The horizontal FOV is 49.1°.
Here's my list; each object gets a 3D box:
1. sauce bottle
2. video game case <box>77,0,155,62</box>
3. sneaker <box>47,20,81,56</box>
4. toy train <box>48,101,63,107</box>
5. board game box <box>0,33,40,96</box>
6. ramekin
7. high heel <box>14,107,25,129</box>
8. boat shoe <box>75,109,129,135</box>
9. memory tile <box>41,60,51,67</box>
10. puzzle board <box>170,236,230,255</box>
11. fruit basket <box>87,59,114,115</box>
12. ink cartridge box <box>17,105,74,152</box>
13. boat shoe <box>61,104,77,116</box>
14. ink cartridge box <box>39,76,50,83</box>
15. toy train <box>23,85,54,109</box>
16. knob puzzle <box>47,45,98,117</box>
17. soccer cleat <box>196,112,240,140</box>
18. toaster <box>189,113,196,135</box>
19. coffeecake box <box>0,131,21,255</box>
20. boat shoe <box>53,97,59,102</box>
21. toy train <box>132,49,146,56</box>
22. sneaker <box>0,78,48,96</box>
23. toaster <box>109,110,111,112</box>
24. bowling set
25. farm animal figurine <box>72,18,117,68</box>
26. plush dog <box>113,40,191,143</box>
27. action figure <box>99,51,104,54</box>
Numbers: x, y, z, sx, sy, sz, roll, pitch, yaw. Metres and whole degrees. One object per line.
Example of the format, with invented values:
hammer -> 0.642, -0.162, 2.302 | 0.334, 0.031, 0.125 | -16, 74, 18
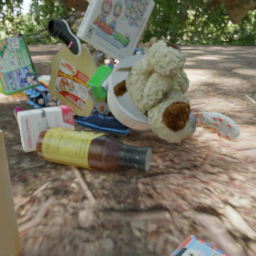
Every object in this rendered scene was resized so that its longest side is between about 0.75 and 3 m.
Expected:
sauce bottle -> -0.794, 0.533, 6.464 | 2.651, 0.875, 0.875 | 8, 22, 15
video game case -> -0.219, -2.859, 7.267 | 0.253, 1.945, 2.136 | 29, 8, 30
sneaker -> -1.869, -2.579, 8.034 | 0.457, 1.292, 0.641 | -39, -13, 35
toy train -> -2.185, -1.131, 10.528 | 1.504, 0.418, 1.130 | -10, -10, 20
board game box -> -3.508, -1.935, 8.620 | 1.115, 1.657, 0.241 | -16, 4, 5
ramekin -> 0.356, -0.891, 7.720 | 2.060, 2.060, 0.959 | -9, -16, -23
high heel -> -3.077, -0.264, 8.901 | 0.842, 0.591, 1.752 | -19, 41, -20
boat shoe -> -0.721, -0.180, 8.143 | 1.560, 0.536, 0.657 | 11, -13, -2
memory tile -> -1.677, -2.184, 10.464 | 2.660, 0.223, 2.038 | 14, 13, 6
puzzle board -> 0.839, 2.123, 3.074 | 1.659, 0.192, 2.202 | 18, 27, 40
fruit basket -> -0.592, -1.130, 8.436 | 0.656, 1.399, 1.295 | 21, 67, 35
ink cartridge box -> -2.195, -0.006, 7.568 | 1.371, 0.992, 0.578 | -11, 18, -27
boat shoe -> -2.089, -0.657, 10.211 | 0.397, 0.345, 1.077 | -19, 21, -40
ink cartridge box -> -4.345, -2.437, 14.892 | 0.871, 0.507, 1.196 | 2, 19, 6
toy train -> -3.623, -1.303, 11.421 | 0.899, 0.682, 1.573 | -27, 31, -29
knob puzzle -> -1.671, -1.665, 9.237 | 2.486, 2.486, 0.345 | 13, 25, 31
soccer cleat -> 2.835, -0.159, 8.610 | 0.739, 0.660, 1.905 | -5, 18, -20
toaster -> 1.386, -0.135, 8.431 | 0.793, 0.698, 1.228 | -21, 28, -39
coffeecake box -> -2.870, 0.965, 3.675 | 2.499, 1.919, 0.913 | 4, 21, 11
boat shoe -> -2.369, -1.554, 12.404 | 2.185, 0.775, 0.763 | -12, 50, -38
toy train -> 0.338, -2.279, 10.688 | 0.738, 0.973, 1.703 | -51, 3, -22
sneaker -> -4.721, -1.895, 12.891 | 2.330, 0.911, 1.052 | -12, 26, -31
toaster -> -0.347, -1.177, 10.458 | 1.373, 1.208, 2.126 | 8, 16, 30
bowling set -> 0.720, -3.119, 11.032 | 1.525, 1.177, 2.192 | 26, 57, -5
farm animal figurine -> -1.139, -2.784, 9.331 | 1.328, 1.645, 0.827 | -16, 12, -31
plush dog -> 0.757, -0.547, 6.371 | 1.793, 1.919, 2.234 | -28, -16, 8
action figure -> -0.705, -3.357, 9.914 | 1.037, 1.745, 0.890 | 27, 53, 21
